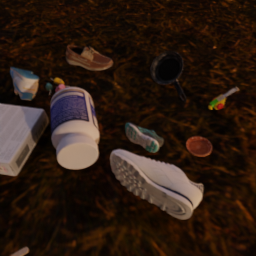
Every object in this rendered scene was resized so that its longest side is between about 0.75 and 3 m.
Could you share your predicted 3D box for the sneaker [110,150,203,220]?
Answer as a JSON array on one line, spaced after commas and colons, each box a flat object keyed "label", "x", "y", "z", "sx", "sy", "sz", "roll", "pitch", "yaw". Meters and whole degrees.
[{"label": "sneaker", "x": 0.706, "y": 1.324, "z": 7.567, "sx": 2.649, "sy": 1.012, "sz": 1.066, "roll": 32, "pitch": 51, "yaw": 16}]

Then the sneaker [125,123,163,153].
[{"label": "sneaker", "x": 0.522, "y": 0.260, "z": 8.991, "sx": 1.437, "sy": 0.558, "sz": 0.656, "roll": 36, "pitch": 38, "yaw": 28}]

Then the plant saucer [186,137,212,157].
[{"label": "plant saucer", "x": 2.226, "y": 0.600, "z": 8.829, "sx": 0.799, "sy": 0.129, "sz": 0.799, "roll": 0, "pitch": 44, "yaw": 0}]

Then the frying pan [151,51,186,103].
[{"label": "frying pan", "x": 1.862, "y": -2.120, "z": 11.002, "sx": 2.313, "sy": 0.376, "sz": 1.399, "roll": 42, "pitch": 102, "yaw": 30}]

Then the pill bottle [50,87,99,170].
[{"label": "pill bottle", "x": -1.633, "y": -0.020, "z": 8.533, "sx": 1.398, "sy": 1.398, "sz": 2.416, "roll": -9, "pitch": 45, "yaw": -9}]

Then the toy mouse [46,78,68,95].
[{"label": "toy mouse", "x": -2.881, "y": -1.641, "z": 11.019, "sx": 1.085, "sy": 0.210, "sz": 0.965, "roll": 17, "pitch": 47, "yaw": 16}]

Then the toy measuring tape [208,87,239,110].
[{"label": "toy measuring tape", "x": 3.427, "y": -1.001, "z": 10.065, "sx": 1.205, "sy": 0.443, "sz": 0.443, "roll": -33, "pitch": 46, "yaw": 10}]

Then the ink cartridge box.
[{"label": "ink cartridge box", "x": -4.380, "y": 0.195, "z": 8.859, "sx": 2.940, "sy": 0.839, "sz": 2.389, "roll": 5, "pitch": 45, "yaw": 11}]

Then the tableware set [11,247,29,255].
[{"label": "tableware set", "x": -2.879, "y": 3.811, "z": 5.446, "sx": 2.280, "sy": 0.317, "sz": 2.730, "roll": -18, "pitch": 47, "yaw": -18}]

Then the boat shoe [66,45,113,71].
[{"label": "boat shoe", "x": -1.728, "y": -3.043, "z": 12.018, "sx": 2.187, "sy": 0.785, "sz": 0.828, "roll": 13, "pitch": 46, "yaw": 12}]

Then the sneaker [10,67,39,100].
[{"label": "sneaker", "x": -4.014, "y": -1.716, "z": 10.595, "sx": 0.874, "sy": 0.923, "sz": 2.285, "roll": 8, "pitch": 16, "yaw": -30}]
